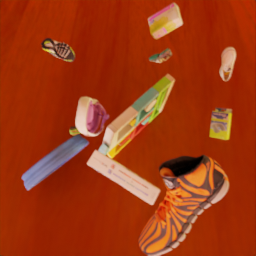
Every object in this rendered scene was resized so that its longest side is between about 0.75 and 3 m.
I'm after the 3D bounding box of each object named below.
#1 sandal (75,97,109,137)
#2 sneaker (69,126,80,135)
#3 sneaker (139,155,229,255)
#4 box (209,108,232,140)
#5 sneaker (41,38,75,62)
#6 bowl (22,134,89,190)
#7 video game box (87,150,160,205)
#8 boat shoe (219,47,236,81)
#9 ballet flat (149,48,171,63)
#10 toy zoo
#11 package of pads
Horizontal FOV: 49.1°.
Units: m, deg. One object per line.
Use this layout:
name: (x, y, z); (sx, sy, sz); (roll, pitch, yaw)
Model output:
sandal: (-0.854, -0.224, 7.417); (0.640, 2.602, 1.059); (11, 93, 2)
sneaker: (-1.539, -0.008, 9.339); (0.845, 0.324, 0.354); (-7, 51, -15)
sneaker: (1.028, 1.743, 6.885); (2.881, 1.614, 1.118); (-47, 32, -2)
box: (2.758, -0.129, 8.354); (0.545, 0.895, 0.213); (12, 12, 44)
sneaker: (-1.994, -2.264, 8.293); (1.263, 0.511, 0.467); (34, 90, 27)
bowl: (-2.023, 0.904, 7.756); (2.055, 2.055, 0.403); (-39, 91, -22)
video game box: (-0.049, 1.292, 7.210); (1.767, 1.939, 0.454); (28, 81, 9)
boat shoe: (3.365, -2.101, 9.454); (0.465, 1.313, 0.458); (-5, 57, 2)
ballet flat: (1.101, -2.386, 9.525); (0.351, 0.976, 0.351); (6, 80, -37)
toy zoo: (0.153, -0.160, 8.432); (0.305, 1.953, 2.977); (42, 68, 13)
package of pads: (1.174, -3.411, 8.994); (1.047, 0.357, 0.809); (-24, 55, 27)
